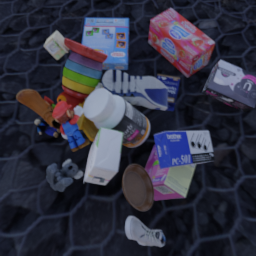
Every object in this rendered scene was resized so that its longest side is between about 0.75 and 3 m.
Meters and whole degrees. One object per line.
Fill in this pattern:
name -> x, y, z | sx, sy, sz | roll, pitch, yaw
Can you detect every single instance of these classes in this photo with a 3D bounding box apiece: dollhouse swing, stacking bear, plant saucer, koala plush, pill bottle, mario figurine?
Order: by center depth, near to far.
plant saucer -> 0.252, 1.766, 8.244 | 0.254, 1.391, 1.391 | -26, 54, 36
mario figurine -> -1.906, -0.135, 9.667 | 1.074, 0.922, 1.739 | -25, 94, -7
pill bottle -> -0.388, -0.332, 10.264 | 1.427, 2.452, 1.427 | -21, 53, 31
koala plush -> -2.318, 1.697, 10.337 | 1.017, 1.054, 1.147 | 40, 47, 10
stacking bear -> -1.883, -1.733, 10.609 | 1.621, 1.518, 2.670 | 29, 104, 27
dollhouse swing -> -1.165, -0.288, 10.644 | 1.116, 1.154, 1.270 | 39, 33, 29

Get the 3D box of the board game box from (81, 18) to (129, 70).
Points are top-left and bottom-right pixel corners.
board game box -> -1.105, -4.130, 13.616 | 2.237, 0.541, 2.958 | 1, 61, 1

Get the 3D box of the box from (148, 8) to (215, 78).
box -> 2.371, -3.962, 13.007 | 1.390, 1.452, 2.912 | -34, 67, -17

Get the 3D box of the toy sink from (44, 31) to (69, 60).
toy sink -> -2.714, -3.094, 10.640 | 0.631, 0.734, 1.126 | -37, 30, 14

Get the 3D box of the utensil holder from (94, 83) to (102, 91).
utensil holder -> -1.168, -1.414, 11.927 | 0.697, 0.697, 0.820 | 18, 88, 10

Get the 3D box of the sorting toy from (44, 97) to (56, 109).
sorting toy -> -3.212, -0.736, 11.900 | 1.454, 0.504, 0.501 | 42, 92, 22

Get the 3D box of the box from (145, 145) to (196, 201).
box -> 1.400, 1.424, 9.776 | 0.931, 1.693, 1.925 | 35, 61, -16

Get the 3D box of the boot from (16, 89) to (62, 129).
boot -> -3.213, -0.622, 10.359 | 0.679, 1.770, 1.374 | -42, 62, -1

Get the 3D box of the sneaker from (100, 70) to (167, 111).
sneaker -> 0.089, -1.408, 11.503 | 2.899, 1.674, 1.171 | 14, 71, -21

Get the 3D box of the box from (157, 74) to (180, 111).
box -> 1.664, -1.583, 12.391 | 1.037, 0.277, 1.711 | 11, 63, 6

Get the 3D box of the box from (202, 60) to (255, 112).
box -> 4.282, -1.693, 11.417 | 1.992, 1.143, 1.316 | 25, 87, 4

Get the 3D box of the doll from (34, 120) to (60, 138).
doll -> -3.329, -0.046, 11.485 | 1.210, 0.293, 0.826 | 23, 66, 20

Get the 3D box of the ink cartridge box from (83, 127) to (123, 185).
ink cartridge box -> -0.926, 1.134, 9.814 | 0.815, 2.420, 1.417 | 13, 64, -12

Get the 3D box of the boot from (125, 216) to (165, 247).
boot -> 0.598, 3.230, 8.669 | 0.897, 1.877, 0.690 | -3, 58, 22

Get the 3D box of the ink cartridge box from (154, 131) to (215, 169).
ink cartridge box -> 1.805, 0.647, 8.738 | 2.209, 0.488, 1.038 | 0, 76, -40

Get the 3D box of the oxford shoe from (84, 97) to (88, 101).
oxford shoe -> -1.599, -1.163, 11.447 | 0.949, 0.357, 0.274 | -35, 49, 3
